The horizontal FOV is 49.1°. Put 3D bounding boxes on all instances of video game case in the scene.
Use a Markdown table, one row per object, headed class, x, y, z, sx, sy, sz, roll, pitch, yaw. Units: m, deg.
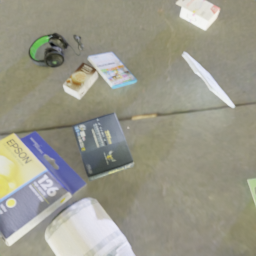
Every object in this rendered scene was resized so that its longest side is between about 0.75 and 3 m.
| class | x | y | z | sx | sy | sz | roll | pitch | yaw |
| --- | --- | --- | --- | --- | --- | --- | --- | --- | --- |
| video game case | -0.594 | -2.196 | 10.556 | 1.186 | 0.148 | 1.657 | -22 | 64 | -39 |

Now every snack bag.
| class | x | y | z | sx | sy | sz | roll | pitch | yaw |
| --- | --- | --- | --- | --- | --- | --- | --- | --- | --- |
| snack bag | 2.764 | -1.579 | 9.586 | 0.212 | 1.869 | 1.982 | -42 | 51 | 22 |

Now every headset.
| class | x | y | z | sx | sy | sz | roll | pitch | yaw |
| --- | --- | --- | --- | --- | --- | --- | --- | --- | --- |
| headset | -2.812 | -3.110 | 10.765 | 2.293 | 1.077 | 1.416 | 2 | 64 | 13 |

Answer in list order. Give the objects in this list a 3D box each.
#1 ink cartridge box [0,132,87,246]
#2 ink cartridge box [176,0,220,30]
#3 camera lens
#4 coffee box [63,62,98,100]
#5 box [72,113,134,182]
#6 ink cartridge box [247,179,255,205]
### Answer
| class | x | y | z | sx | sy | sz | roll | pitch | yaw |
| --- | --- | --- | --- | --- | --- | --- | --- | --- | --- |
| ink cartridge box | -3.138 | 1.456 | 8.332 | 2.749 | 0.654 | 2.782 | 41 | 54 | 18 |
| ink cartridge box | 2.913 | -5.016 | 11.993 | 1.648 | 0.556 | 0.960 | 36 | 69 | 15 |
| camera lens | -1.037 | 3.041 | 7.400 | 1.654 | 1.654 | 2.067 | -37 | 69 | -16 |
| coffee box | -1.750 | -1.757 | 10.425 | 0.698 | 0.487 | 1.221 | 29 | 67 | 13 |
| box | -0.848 | 0.590 | 9.259 | 1.543 | 0.499 | 1.956 | -17 | 65 | -9 |
| ink cartridge box | 4.437 | 1.988 | 8.688 | 1.291 | 0.310 | 0.940 | -9 | 64 | 1 |
